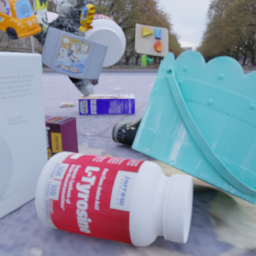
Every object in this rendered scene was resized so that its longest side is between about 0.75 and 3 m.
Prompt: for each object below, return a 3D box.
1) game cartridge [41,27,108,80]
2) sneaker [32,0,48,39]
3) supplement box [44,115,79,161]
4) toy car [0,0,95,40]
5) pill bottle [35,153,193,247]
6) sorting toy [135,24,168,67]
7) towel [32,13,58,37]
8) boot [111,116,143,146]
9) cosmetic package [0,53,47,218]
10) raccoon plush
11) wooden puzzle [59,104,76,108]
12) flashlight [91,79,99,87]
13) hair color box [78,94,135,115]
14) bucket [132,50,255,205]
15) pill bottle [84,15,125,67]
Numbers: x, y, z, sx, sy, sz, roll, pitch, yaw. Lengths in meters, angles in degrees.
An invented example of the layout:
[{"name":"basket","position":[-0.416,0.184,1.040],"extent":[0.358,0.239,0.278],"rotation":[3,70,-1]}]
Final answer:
[{"name":"game cartridge","position":[-1.425,-1.859,7.304],"extent":[1.595,1.062,0.331],"rotation":[17,4,-1]},{"name":"sneaker","position":[-2.453,-3.101,7.788],"extent":[0.483,1.297,0.549],"rotation":[8,0,-20]},{"name":"supplement box","position":[-2.190,0.217,6.977],"extent":[1.748,0.964,0.748],"rotation":[4,15,19]},{"name":"toy car","position":[-1.827,-2.516,5.876],"extent":[1.193,0.809,2.432],"rotation":[35,39,20]},{"name":"pill bottle","position":[-0.150,0.948,3.786],"extent":[1.930,1.083,1.083],"rotation":[4,14,18]},{"name":"sorting toy","position":[0.901,-3.023,10.409],"extent":[1.318,1.784,0.263],"rotation":[7,-17,-13]},{"name":"towel","position":[-3.246,-4.060,10.932],"extent":[1.984,0.335,2.077],"rotation":[-28,46,-35]},{"name":"boot","position":[0.901,0.133,7.728],"extent":[2.264,0.817,1.710],"rotation":[-17,23,-34]},{"name":"cosmetic package","position":[-2.600,0.124,4.153],"extent":[1.510,2.457,2.449],"rotation":[9,16,25]},{"name":"raccoon plush","position":[-1.375,-2.636,8.592],"extent":[1.900,2.836,1.372],"rotation":[-36,15,12]},{"name":"wooden puzzle","position":[-3.080,-1.135,14.261],"extent":[0.632,0.110,0.936],"rotation":[3,15,12]},{"name":"flashlight","position":[-1.979,-2.500,11.793],"extent":[0.675,0.678,1.995],"rotation":[-5,-30,26]},{"name":"hair color box","position":[-0.939,-1.069,12.608],"extent":[2.456,0.796,1.343],"rotation":[-2,15,-2]},{"name":"bucket","position":[1.336,0.057,4.589],"extent":[2.475,1.610,2.475],"rotation":[24,-4,2]},{"name":"pill bottle","position":[-0.993,-3.238,10.442],"extent":[1.651,1.651,2.923],"rotation":[-2,27,-9]}]
